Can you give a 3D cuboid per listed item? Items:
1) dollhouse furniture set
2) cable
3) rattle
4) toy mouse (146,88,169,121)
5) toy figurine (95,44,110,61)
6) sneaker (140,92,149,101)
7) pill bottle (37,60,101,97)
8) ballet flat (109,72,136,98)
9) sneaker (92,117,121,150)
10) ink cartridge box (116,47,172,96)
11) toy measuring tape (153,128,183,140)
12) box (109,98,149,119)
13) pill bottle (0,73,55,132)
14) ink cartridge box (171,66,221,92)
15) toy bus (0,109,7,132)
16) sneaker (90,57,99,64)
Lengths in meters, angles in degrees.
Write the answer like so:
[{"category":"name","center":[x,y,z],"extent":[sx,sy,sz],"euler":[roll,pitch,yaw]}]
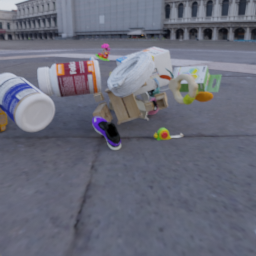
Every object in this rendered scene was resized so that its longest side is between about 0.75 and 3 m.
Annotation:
[{"category":"dollhouse furniture set","center":[0.011,-1.024,10.065],"extent":[2.567,1.331,1.136],"euler":[-17,19,14]},{"category":"cable","center":[0.094,-1.660,8.669],"extent":[1.636,0.566,1.636],"euler":[-38,25,4]},{"category":"rattle","center":[1.692,-1.287,8.210],"extent":[0.981,0.894,1.373],"euler":[-22,39,-20]},{"category":"toy mouse","center":[1.004,-1.274,12.633],"extent":[2.306,0.502,2.595],"euler":[-25,42,2]},{"category":"toy figurine","center":[-1.062,-3.539,13.031],"extent":[0.751,0.691,0.564],"euler":[11,31,-36]},{"category":"sneaker","center":[0.689,-1.626,12.522],"extent":[0.327,0.884,0.362],"euler":[-23,23,30]},{"category":"pill bottle","center":[-2.071,-1.736,10.026],"extent":[2.088,1.192,1.192],"euler":[-8,21,-8]},{"category":"ballet flat","center":[-0.190,-1.856,12.435],"extent":[0.736,0.736,2.084],"euler":[-12,63,-29]},{"category":"sneaker","center":[-0.672,-0.005,8.995],"extent":[0.499,0.713,1.435],"euler":[-29,58,-24]},{"category":"ink cartridge box","center":[0.616,-2.129,10.378],"extent":[1.669,1.207,1.229],"euler":[-21,29,-14]},{"category":"toy measuring tape","center":[1.416,0.184,9.803],"extent":[1.120,0.412,0.412],"euler":[-6,21,-17]},{"category":"box","center":[0.041,-0.888,11.054],"extent":[1.528,0.628,0.522],"euler":[17,62,5]},{"category":"pill bottle","center":[-3.515,-0.907,9.164],"extent":[1.290,1.290,2.229],"euler":[-19,42,-41]},{"category":"ink cartridge box","center":[2.157,-1.561,8.993],"extent":[1.486,0.441,0.771],"euler":[4,55,28]},{"category":"toy bus","center":[-5.883,-0.513,10.946],"extent":[2.838,0.924,1.111],"euler":[7,20,20]},{"category":"sneaker","center":[-1.516,-2.938,12.676],"extent":[0.386,0.334,0.890],"euler":[-18,46,10]}]
